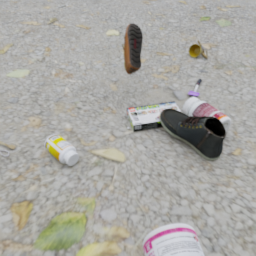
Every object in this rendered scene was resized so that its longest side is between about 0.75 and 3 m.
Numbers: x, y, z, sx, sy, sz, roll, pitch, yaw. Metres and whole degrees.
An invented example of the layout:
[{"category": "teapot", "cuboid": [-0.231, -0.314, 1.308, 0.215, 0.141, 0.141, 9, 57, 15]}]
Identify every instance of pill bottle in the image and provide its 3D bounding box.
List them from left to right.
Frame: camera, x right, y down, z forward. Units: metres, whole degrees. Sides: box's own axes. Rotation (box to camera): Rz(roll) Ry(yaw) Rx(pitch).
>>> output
[{"category": "pill bottle", "cuboid": [-2.456, 0.842, 10.442, 1.351, 0.738, 0.738, 33, 51, 32]}, {"category": "pill bottle", "cuboid": [1.311, 3.764, 6.583, 1.469, 1.469, 2.591, -7, 41, -8]}, {"category": "pill bottle", "cuboid": [3.221, -0.457, 11.685, 1.048, 1.048, 1.914, -23, 46, -24]}]

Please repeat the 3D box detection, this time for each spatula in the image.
[{"category": "spatula", "cuboid": [3.461, -2.043, 14.126, 0.511, 0.186, 1.807, 18, 44, 17]}]

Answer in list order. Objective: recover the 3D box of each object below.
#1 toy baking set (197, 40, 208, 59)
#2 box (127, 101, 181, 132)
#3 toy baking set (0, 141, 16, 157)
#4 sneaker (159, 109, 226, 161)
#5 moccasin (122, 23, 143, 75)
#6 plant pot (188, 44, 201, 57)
[{"category": "toy baking set", "cuboid": [4.347, -4.534, 16.368, 0.167, 1.099, 1.432, -31, 46, 12]}, {"category": "box", "cuboid": [1.169, -0.524, 12.243, 2.258, 0.392, 1.243, -9, 42, -10]}, {"category": "toy baking set", "cuboid": [-5.161, 0.901, 10.840, 1.438, 0.167, 1.104, -29, 52, -28]}, {"category": "sneaker", "cuboid": [2.460, -0.183, 10.683, 1.102, 1.566, 2.948, -38, 60, -25]}, {"category": "moccasin", "cuboid": [0.172, -3.587, 12.648, 0.899, 0.949, 2.459, 4, 73, -29]}, {"category": "plant pot", "cuboid": [4.050, -4.588, 16.678, 0.756, 0.756, 0.537, 27, 24, 27]}]
